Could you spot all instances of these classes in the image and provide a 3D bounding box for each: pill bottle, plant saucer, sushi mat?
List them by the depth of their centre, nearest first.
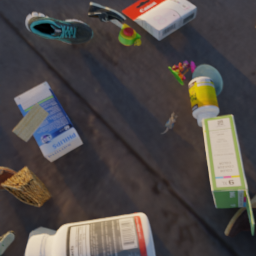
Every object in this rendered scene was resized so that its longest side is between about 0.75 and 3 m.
[{"bbox_3d":[-0.775,2.849,6.226,2.631,1.524,1.524,-8,68,-3],"label":"pill bottle"},{"bbox_3d":[-2.836,-0.154,8.186,0.066,0.522,1.091,15,65,51],"label":"sushi mat"},{"bbox_3d":[2.421,-0.813,8.949,0.812,0.812,1.486,-3,66,-1],"label":"pill bottle"},{"bbox_3d":[2.652,-1.554,9.243,0.222,1.152,1.152,-31,70,-32],"label":"plant saucer"}]

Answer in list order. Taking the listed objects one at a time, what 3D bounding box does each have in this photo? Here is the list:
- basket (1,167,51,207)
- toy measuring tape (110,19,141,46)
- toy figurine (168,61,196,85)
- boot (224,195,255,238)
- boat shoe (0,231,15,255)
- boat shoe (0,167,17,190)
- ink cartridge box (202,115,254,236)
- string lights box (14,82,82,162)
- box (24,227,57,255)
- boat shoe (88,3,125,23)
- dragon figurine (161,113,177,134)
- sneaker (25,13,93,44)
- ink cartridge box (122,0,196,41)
[{"bbox_3d":[-2.776,1.797,7.768,0.834,1.120,0.799,-37,50,-14],"label":"basket"},{"bbox_3d":[-0.274,-3.406,9.930,1.746,0.642,0.642,40,73,15],"label":"toy measuring tape"},{"bbox_3d":[1.899,-1.990,9.505,0.742,0.605,0.806,-39,69,5],"label":"toy figurine"},{"bbox_3d":[3.707,2.718,7.552,1.811,0.655,1.506,-34,54,-20],"label":"boot"},{"bbox_3d":[-3.504,3.228,7.691,0.923,0.312,0.332,-43,107,-11],"label":"boat shoe"},{"bbox_3d":[-3.937,1.397,7.919,1.839,0.660,0.696,14,79,-27],"label":"boat shoe"},{"bbox_3d":[2.617,1.264,7.474,0.852,1.492,2.874,-9,57,16],"label":"ink cartridge box"},{"bbox_3d":[-2.526,-0.214,8.866,1.172,0.673,2.281,-30,71,-9],"label":"string lights box"},{"bbox_3d":[-1.666,3.233,7.410,1.876,0.771,0.641,13,82,6],"label":"box"},{"bbox_3d":[-0.754,-3.918,9.804,1.536,0.552,0.519,27,100,24],"label":"boat shoe"},{"bbox_3d":[1.354,-0.111,9.083,0.246,0.415,0.834,28,90,9],"label":"dragon figurine"},{"bbox_3d":[-2.359,-3.326,9.700,2.322,0.901,1.059,3,27,-16],"label":"sneaker"},{"bbox_3d":[1.104,-4.417,10.466,1.827,0.641,2.247,-36,68,-15],"label":"ink cartridge box"}]
